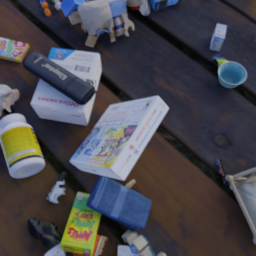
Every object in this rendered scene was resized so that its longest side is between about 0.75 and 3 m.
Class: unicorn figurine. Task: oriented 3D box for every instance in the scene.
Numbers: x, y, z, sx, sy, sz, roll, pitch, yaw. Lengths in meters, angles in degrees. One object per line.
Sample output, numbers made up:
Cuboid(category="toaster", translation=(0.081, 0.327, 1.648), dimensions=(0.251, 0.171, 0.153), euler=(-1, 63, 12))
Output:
Cuboid(category="unicorn figurine", translation=(-5.353, -1.417, 10.507), dimensions=(2.706, 0.999, 1.859), euler=(23, 56, -5))

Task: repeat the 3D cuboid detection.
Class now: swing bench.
Cuboid(category="swing bench", translation=(3.965, 2.313, 8.166), dimensions=(1.372, 2.114, 2.103), euler=(-24, 63, 13))

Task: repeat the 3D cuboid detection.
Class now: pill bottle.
Cuboid(category="pill bottle", translation=(-3.613, 0.570, 9.370), dimensions=(1.118, 1.118, 1.989), euler=(-23, 68, -10))

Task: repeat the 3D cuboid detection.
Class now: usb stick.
Cuboid(category="usb stick", translation=(-2.388, -1.725, 9.571), dimensions=(2.897, 0.472, 0.803), euler=(33, 73, 17))

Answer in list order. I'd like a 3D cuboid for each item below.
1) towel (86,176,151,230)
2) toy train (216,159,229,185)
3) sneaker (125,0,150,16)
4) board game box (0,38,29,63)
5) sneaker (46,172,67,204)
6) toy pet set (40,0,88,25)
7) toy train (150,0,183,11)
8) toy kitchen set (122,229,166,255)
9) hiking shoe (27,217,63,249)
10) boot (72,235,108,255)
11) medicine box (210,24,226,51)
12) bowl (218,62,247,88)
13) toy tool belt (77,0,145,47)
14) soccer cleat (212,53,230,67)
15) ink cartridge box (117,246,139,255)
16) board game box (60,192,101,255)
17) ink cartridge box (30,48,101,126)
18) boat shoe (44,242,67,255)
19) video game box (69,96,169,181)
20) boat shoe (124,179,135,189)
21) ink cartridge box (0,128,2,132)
Cuboid(category="towel", translation=(-0.249, 2.303, 8.580), dimensions=(1.894, 0.460, 1.058), euler=(29, 65, -10))
Cuboid(category="toy train", translation=(3.174, 1.488, 9.487), dimensions=(0.214, 0.160, 0.935), euler=(-13, 66, 7))
Cuboid(category="sneaker", translation=(0.208, -6.055, 12.757), dimensions=(1.004, 0.881, 2.505), euler=(-30, 77, 24))
Cuboid(category="board game box", translation=(-5.196, -3.314, 11.714), dimensions=(1.880, 0.282, 0.898), euler=(13, 65, 9))
Cuboid(category="sneaker", translation=(-2.191, 1.963, 9.145), dimensions=(0.467, 0.391, 1.055), euler=(24, 77, 9))
Cuboid(category="toy pet set", translation=(-2.708, -5.602, 12.290), dimensions=(2.145, 1.139, 2.003), euler=(-22, 67, -10))
Cuboid(category="toy train", translation=(1.769, -5.995, 12.734), dimensions=(1.742, 0.755, 0.995), euler=(-16, 75, -10))
Cuboid(category="toy kitchen set", translation=(0.491, 3.600, 8.349), dimensions=(0.682, 0.928, 1.158), euler=(-31, 101, -27))
Cuboid(category="hiking shoe", translation=(-2.531, 3.130, 8.571), dimensions=(1.326, 0.502, 0.668), euler=(29, 24, 31))
Cuboid(category="boot", translation=(-1.296, 3.907, 8.108), dimensions=(0.915, 0.640, 1.707), euler=(14, 56, 10))
Cuboid(category="medicine box", translation=(3.735, -3.743, 11.635), dimensions=(0.411, 0.728, 0.799), euler=(14, 65, 7))
Cuboid(category="bowl", translation=(3.960, -1.971, 10.888), dimensions=(1.079, 0.564, 1.079), euler=(0, 65, -1))
Cuboid(category="toy tool belt", translation=(-0.619, -4.481, 11.731), dimensions=(2.782, 1.709, 1.737), euler=(-20, 38, -18))
Cuboid(category="soccer cleat", translation=(3.905, -2.571, 11.360), dimensions=(1.091, 0.353, 0.456), euler=(45, 102, 14))
Cuboid(category="ink cartridge box", translation=(0.001, 3.943, 8.193), dimensions=(0.653, 0.383, 0.891), euler=(2, 63, 1))
Cuboid(category="board game box", translation=(-1.317, 2.809, 8.366), dimensions=(0.876, 0.411, 1.724), euler=(9, 42, 2))
Cuboid(category="ink cartridge box", translation=(-2.190, -1.547, 10.385), dimensions=(1.898, 1.096, 2.600), euler=(9, 65, 4))
Cuboid(category="boat shoe", translation=(-1.989, 3.664, 8.296), dimensions=(1.204, 0.426, 0.417), euler=(-34, 68, -16))
Cuboid(category="video game box", translation=(-0.378, 0.275, 8.751), dimensions=(0.663, 2.831, 2.580), euler=(46, 66, -23))
Cuboid(category="boat shoe", translation=(-0.095, 2.096, 9.103), dimensions=(0.991, 0.367, 0.329), euler=(-43, 81, -10))
Cuboid(category="ink cartridge box", translation=(-4.779, 0.312, 9.738), dimensions=(0.805, 0.238, 1.005), euler=(29, 38, 12))
